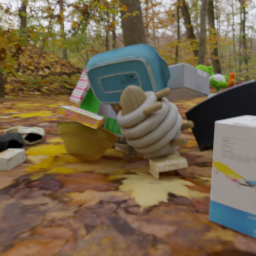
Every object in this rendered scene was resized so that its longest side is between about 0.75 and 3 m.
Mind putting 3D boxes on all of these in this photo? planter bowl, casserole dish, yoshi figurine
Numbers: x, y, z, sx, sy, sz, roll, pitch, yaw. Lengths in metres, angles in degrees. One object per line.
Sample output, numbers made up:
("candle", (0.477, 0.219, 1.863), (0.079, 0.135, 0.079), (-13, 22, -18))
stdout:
("planter bowl", (-1.400, 0.549, 9.072), (2.044, 0.851, 2.044), (11, -19, 4))
("casserole dish", (-0.164, -1.519, 8.776), (2.968, 1.798, 0.576), (-3, 32, 31))
("yoshi figurine", (2.965, -1.819, 9.925), (1.571, 0.879, 0.883), (8, -5, 16))

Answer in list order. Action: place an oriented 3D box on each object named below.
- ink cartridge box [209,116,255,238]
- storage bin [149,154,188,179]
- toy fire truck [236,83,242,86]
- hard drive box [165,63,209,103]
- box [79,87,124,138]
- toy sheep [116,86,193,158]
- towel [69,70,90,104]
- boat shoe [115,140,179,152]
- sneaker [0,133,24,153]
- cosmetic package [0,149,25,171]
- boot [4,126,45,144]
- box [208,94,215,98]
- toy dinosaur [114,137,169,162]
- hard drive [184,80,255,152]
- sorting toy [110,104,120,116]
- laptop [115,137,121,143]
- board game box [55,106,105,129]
("ink cartridge box", (2.491, 0.817, 5.149), (1.410, 1.922, 1.403), (-9, 13, -43))
("storage bin", (1.111, 1.068, 7.841), (0.884, 0.414, 0.878), (-8, 7, -11))
("toy fire truck", (3.629, -0.791, 9.579), (0.327, 0.947, 1.343), (22, 62, 28))
("hard drive box", (1.455, -1.430, 9.522), (2.063, 0.792, 1.607), (-4, -8, 43))
("box", (-0.670, -0.983, 11.137), (1.208, 2.498, 2.204), (9, -6, 44))
("toy sheep", (0.728, -0.053, 8.015), (1.903, 2.760, 1.903), (-32, 20, 13))
("towel", (-1.705, -1.545, 10.320), (0.199, 1.330, 0.973), (29, -7, -33))
("boat shoe", (0.760, 0.456, 10.737), (2.516, 0.759, 0.929), (-2, 19, -6))
("sneaker", (-4.837, 0.593, 10.336), (1.984, 0.753, 0.901), (-10, 21, -32))
("cosmetic package", (-3.745, 0.989, 8.786), (0.585, 0.395, 1.112), (1, 10, 4))
("boot", (-4.508, 0.338, 12.074), (1.723, 0.621, 1.332), (-1, 10, -15))
("box", (4.589, -0.382, 11.101), (2.430, 2.092, 2.442), (-2, 5, 7))
("toy dinosaur", (0.145, 0.764, 9.698), (2.748, 0.800, 1.390), (12, -5, 19))
("hard drive", (3.096, -0.393, 8.800), (2.446, 1.650, 0.518), (-26, -21, 20))
("sorting toy", (0.000, -0.758, 9.826), (1.316, 1.422, 0.259), (-8, 40, 38))
("laptop", (-1.498, 0.464, 12.824), (2.137, 1.323, 2.282), (-7, 40, -35))
("board game box", (-1.283, -0.320, 7.975), (1.087, 0.341, 2.276), (19, 6, -2))
